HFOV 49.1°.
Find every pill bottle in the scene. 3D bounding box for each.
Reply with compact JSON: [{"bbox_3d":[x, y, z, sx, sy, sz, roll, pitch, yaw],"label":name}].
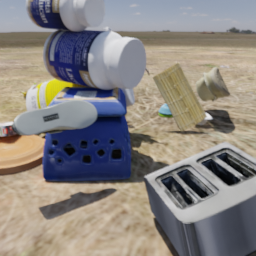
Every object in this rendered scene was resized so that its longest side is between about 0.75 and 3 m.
[{"bbox_3d":[-0.809,-1.638,6.708,2.322,1.344,1.344,15,25,33],"label":"pill bottle"},{"bbox_3d":[-1.388,-0.863,8.475,2.978,1.627,1.627,-14,17,13],"label":"pill bottle"},{"bbox_3d":[-1.405,-2.708,6.356,1.722,0.956,0.956,16,25,30],"label":"pill bottle"}]

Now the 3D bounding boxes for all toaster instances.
[{"bbox_3d":[1.273,1.168,4.290,1.641,1.077,1.815,-22,24,-10],"label":"toaster"}]

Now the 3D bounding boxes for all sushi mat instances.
[{"bbox_3d":[1.639,-0.962,8.872,0.962,2.011,0.122,-29,4,-1],"label":"sushi mat"}]

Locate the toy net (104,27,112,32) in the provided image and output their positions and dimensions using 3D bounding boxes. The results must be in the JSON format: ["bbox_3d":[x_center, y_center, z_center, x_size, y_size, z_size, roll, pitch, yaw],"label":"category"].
[{"bbox_3d":[-0.763,-2.831,9.294,0.240,0.652,1.243,-42,4,-25],"label":"toy net"}]

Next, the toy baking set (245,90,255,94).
[{"bbox_3d":[6.379,-1.834,14.426,0.544,0.082,0.709,-12,23,-22],"label":"toy baking set"}]

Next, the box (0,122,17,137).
[{"bbox_3d":[-3.456,0.009,8.364,0.936,0.295,1.700,-2,6,13],"label":"box"}]

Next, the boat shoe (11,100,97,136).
[{"bbox_3d":[-1.365,-0.186,5.277,1.585,0.560,0.505,-11,1,-33],"label":"boat shoe"}]

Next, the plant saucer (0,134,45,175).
[{"bbox_3d":[-3.122,0.596,7.419,2.086,0.337,2.086,0,19,0],"label":"plant saucer"}]

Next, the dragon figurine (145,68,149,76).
[{"bbox_3d":[-0.051,-2.101,8.136,1.714,0.504,0.852,21,31,6],"label":"dragon figurine"}]

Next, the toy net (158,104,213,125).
[{"bbox_3d":[2.211,-0.501,10.345,1.188,0.437,2.265,-12,25,-36],"label":"toy net"}]

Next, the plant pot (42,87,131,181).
[{"bbox_3d":[-0.930,0.008,6.858,2.031,1.826,2.032,0,20,-1],"label":"plant pot"}]

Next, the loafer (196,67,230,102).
[{"bbox_3d":[2.972,-1.415,10.082,0.985,1.092,2.885,-25,-5,18],"label":"loafer"}]

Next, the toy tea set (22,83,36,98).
[{"bbox_3d":[-4.237,-1.769,13.445,1.649,0.610,0.981,8,21,20],"label":"toy tea set"}]
